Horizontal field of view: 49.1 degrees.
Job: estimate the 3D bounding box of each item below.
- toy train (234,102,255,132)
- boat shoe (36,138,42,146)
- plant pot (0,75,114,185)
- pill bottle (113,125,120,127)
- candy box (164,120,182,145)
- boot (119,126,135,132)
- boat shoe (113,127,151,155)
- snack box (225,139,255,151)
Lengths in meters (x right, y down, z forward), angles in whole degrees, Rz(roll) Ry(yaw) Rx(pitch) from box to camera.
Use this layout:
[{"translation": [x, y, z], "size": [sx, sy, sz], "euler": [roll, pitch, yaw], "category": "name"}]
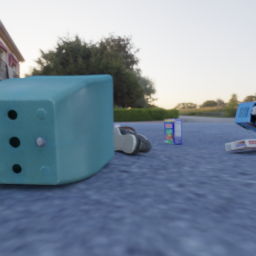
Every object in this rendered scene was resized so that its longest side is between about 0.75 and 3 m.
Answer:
[{"translation": [6.036, -0.237, 12.139], "size": [2.775, 1.203, 1.585], "euler": [22, -9, -25], "category": "toy train"}, {"translation": [-3.450, 0.148, 8.970], "size": [0.625, 0.726, 2.015], "euler": [-25, 35, -36], "category": "boat shoe"}, {"translation": [-1.555, 0.002, 5.616], "size": [2.090, 2.092, 2.959], "euler": [0, 10, 6], "category": "plant pot"}, {"translation": [-1.086, 0.154, 16.485], "size": [1.223, 0.686, 0.686], "euler": [0, 2, 26], "category": "pill bottle"}, {"translation": [1.901, 0.163, 11.898], "size": [0.397, 1.032, 0.872], "euler": [-2, 3, -20], "category": "candy box"}, {"translation": [-1.038, 0.372, 10.443], "size": [2.102, 0.724, 2.255], "euler": [-13, -6, 22], "category": "boot"}, {"translation": [-0.027, 0.465, 9.166], "size": [0.673, 0.789, 2.361], "euler": [13, 2, -23], "category": "boat shoe"}, {"translation": [4.261, 0.541, 9.213], "size": [2.215, 0.269, 0.796], "euler": [0, -13, -30], "category": "snack box"}]
